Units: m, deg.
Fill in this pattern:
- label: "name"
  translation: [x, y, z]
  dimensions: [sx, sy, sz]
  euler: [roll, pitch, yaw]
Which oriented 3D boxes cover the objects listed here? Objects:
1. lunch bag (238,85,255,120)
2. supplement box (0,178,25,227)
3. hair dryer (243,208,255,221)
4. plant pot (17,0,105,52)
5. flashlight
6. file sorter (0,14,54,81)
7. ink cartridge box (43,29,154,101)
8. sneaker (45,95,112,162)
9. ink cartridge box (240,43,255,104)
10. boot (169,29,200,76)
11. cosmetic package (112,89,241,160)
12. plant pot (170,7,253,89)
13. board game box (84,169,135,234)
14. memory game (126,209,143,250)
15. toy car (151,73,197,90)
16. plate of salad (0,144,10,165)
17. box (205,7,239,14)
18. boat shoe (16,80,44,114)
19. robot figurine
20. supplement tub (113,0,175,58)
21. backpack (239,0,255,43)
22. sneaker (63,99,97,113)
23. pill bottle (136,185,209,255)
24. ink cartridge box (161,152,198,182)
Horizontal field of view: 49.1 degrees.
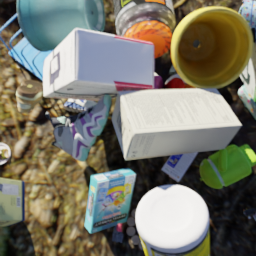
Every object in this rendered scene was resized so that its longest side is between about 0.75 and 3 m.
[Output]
- label: "lunch bag"
  translation: [4.977, -1.142, 10.436]
  dimensions: [1.237, 0.594, 1.542]
  euler: [-26, 75, -7]
- label: "supplement box"
  translation: [-3.103, 1.786, 6.697]
  dimensions: [0.675, 1.004, 1.005]
  euler: [-25, 61, 27]
- label: "hair dryer"
  translation: [4.867, 2.907, 9.408]
  dimensions: [1.852, 0.503, 1.411]
  euler: [-31, 90, -2]
- label: "plant pot"
  translation: [-1.851, -3.413, 8.523]
  dimensions: [1.986, 2.114, 2.114]
  euler: [4, 73, 18]
- label: "flashlight"
  translation: [-0.226, 3.127, 9.281]
  dimensions: [0.425, 0.424, 1.251]
  euler: [10, 73, -2]
- label: "file sorter"
  translation: [-3.284, -3.006, 10.521]
  dimensions: [2.437, 1.495, 1.691]
  euler: [38, 78, 10]
- label: "ink cartridge box"
  translation: [-0.952, -1.501, 7.629]
  dimensions: [2.084, 2.879, 1.214]
  euler: [1, 88, -30]
- label: "sneaker"
  translation: [-1.485, -0.178, 7.689]
  dimensions: [1.557, 0.865, 2.226]
  euler: [26, 114, -9]
- label: "ink cartridge box"
  translation: [4.167, -1.935, 8.500]
  dimensions: [0.985, 1.739, 2.372]
  euler: [-8, 43, 5]
- label: "boot"
  translation: [1.886, -2.815, 10.775]
  dimensions: [2.000, 0.764, 1.681]
  euler: [24, 94, 34]
- label: "cosmetic package"
  translation: [1.121, -0.156, 6.873]
  dimensions: [2.746, 1.004, 1.422]
  euler: [-3, 49, -19]
- label: "plant pot"
  translation: [2.134, -2.301, 7.909]
  dimensions: [2.041, 1.920, 2.041]
  euler: [0, 113, -1]
- label: "board game box"
  translation: [-0.407, 1.633, 6.312]
  dimensions: [0.996, 0.310, 1.320]
  euler: [-6, 115, -36]
- label: "memory game"
  translation: [0.663, 3.327, 9.387]
  dimensions: [1.479, 0.094, 1.479]
  euler: [0, 74, 0]
- label: "toy car"
  translation: [1.118, -0.882, 9.500]
  dimensions: [2.844, 2.132, 2.489]
  euler: [7, 74, 7]
- label: "plate of salad"
  translation: [-4.638, 0.930, 10.041]
  dimensions: [0.784, 0.188, 0.784]
  euler: [0, 74, 0]
- label: "box"
  translation: [3.679, -3.538, 11.135]
  dimensions: [1.837, 0.594, 2.330]
  euler: [13, 75, 3]
- label: "boat shoe"
  translation: [-2.944, -0.921, 8.390]
  dimensions: [0.738, 2.060, 0.784]
  euler: [16, 105, -6]
- label: "robot figurine"
  translation: [2.714, 1.085, 7.776]
  dimensions: [1.599, 1.403, 0.925]
  euler: [-29, 67, 6]
- label: "supplement tub"
  translation: [0.432, -3.543, 8.236]
  dimensions: [1.709, 1.709, 2.790]
  euler: [-4, 68, -1]
- label: "backpack"
  translation: [3.402, -2.987, 7.703]
  dimensions: [0.708, 1.052, 0.961]
  euler: [7, 49, 27]
- label: "sneaker"
  translation: [-1.525, -1.009, 10.371]
  dimensions: [1.605, 0.648, 0.927]
  euler: [12, 76, 5]
- label: "pill bottle"
  translation: [1.092, 2.668, 6.409]
  dimensions: [1.486, 2.643, 1.486]
  euler: [-8, 39, 7]
- label: "ink cartridge box"
  translation: [1.885, 1.092, 9.951]
  dimensions: [0.727, 0.285, 1.535]
  euler: [34, 79, 10]
